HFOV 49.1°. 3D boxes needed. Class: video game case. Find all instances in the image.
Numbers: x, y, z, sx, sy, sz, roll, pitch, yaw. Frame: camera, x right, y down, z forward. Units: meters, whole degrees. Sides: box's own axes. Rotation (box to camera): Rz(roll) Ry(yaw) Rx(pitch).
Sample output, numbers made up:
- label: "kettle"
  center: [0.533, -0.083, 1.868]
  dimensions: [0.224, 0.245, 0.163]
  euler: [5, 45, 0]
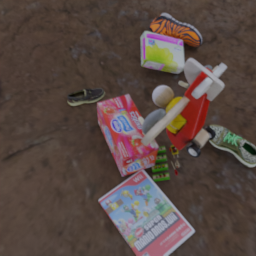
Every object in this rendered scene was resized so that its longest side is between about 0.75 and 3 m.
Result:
- label: "video game case"
  center: [0.520, 2.685, 8.526]
  dimensions: [1.789, 0.218, 2.502]
  euler: [-33, 64, -19]

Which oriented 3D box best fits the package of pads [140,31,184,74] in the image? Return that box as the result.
- label: "package of pads"
  center: [1.392, -2.984, 11.266]
  dimensions: [1.805, 0.615, 1.394]
  euler: [6, 71, -19]

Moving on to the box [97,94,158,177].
- label: "box"
  center: [-0.084, 0.202, 9.362]
  dimensions: [1.222, 1.170, 2.451]
  euler: [-17, 55, -14]

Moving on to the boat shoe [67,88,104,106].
- label: "boat shoe"
  center: [-1.622, -1.248, 10.804]
  dimensions: [1.480, 0.480, 0.542]
  euler: [-20, 60, -12]

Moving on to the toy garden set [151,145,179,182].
- label: "toy garden set"
  center: [1.250, 1.103, 9.272]
  dimensions: [1.009, 0.241, 1.210]
  euler: [-12, 55, 11]

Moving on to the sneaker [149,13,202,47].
- label: "sneaker"
  center: [1.936, -3.996, 12.345]
  dimensions: [2.480, 0.962, 1.389]
  euler: [38, 71, 27]

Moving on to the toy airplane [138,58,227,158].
- label: "toy airplane"
  center: [1.479, -0.699, 7.578]
  dimensions: [1.958, 2.775, 2.763]
  euler: [31, 101, 28]

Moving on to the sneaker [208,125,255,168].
- label: "sneaker"
  center: [3.536, 0.451, 9.174]
  dimensions: [2.047, 0.907, 0.787]
  euler: [33, 73, 11]
